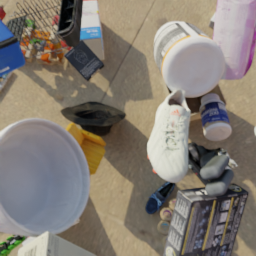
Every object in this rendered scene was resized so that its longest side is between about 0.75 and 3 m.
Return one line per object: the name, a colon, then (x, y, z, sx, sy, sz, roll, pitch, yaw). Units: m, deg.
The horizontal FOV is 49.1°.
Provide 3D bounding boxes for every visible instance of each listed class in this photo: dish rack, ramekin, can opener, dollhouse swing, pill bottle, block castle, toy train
dish rack: (-2.470, -2.746, 7.476, 2.729, 0.744, 2.093, -10, 58, 15)
ramekin: (-2.256, 1.189, 6.415, 1.354, 2.579, 2.579, -21, 67, 32)
can opener: (1.891, 0.931, 6.017, 0.783, 2.357, 0.620, -20, 86, 22)
dollhouse swing: (-1.332, 0.646, 8.098, 1.141, 1.104, 1.256, 22, 67, 4)
pill bottle: (1.526, -2.054, 7.813, 1.552, 1.552, 2.667, -4, 31, -1)
block castle: (-3.552, -3.463, 10.416, 2.743, 1.833, 1.287, 9, 69, 2)
pill bottle: (2.502, -0.350, 8.175, 0.746, 0.746, 1.345, 1, 51, 0)
toy train: (-3.204, 3.151, 7.212, 1.546, 0.436, 0.323, -36, 60, 11)
can opener: (2.415, 1.390, 9.384, 0.597, 0.740, 1.883, -28, 82, -18)

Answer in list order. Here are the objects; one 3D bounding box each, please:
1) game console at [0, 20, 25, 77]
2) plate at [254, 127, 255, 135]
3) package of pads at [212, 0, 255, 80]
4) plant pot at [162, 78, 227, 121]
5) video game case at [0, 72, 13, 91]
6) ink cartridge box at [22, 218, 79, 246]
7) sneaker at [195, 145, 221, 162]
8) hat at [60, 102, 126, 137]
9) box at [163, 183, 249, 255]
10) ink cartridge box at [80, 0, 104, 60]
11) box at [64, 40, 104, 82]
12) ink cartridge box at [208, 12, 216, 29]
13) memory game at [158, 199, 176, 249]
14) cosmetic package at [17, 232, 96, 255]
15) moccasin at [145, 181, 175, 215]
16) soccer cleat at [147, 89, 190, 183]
game console: (-3.336, -1.855, 6.760, 0.748, 1.079, 1.265, 33, 55, 32)
plate: (2.897, 0.505, 5.481, 1.014, 1.012, 0.164, 43, 111, -6)
package of pads: (3.070, -2.908, 7.839, 1.090, 2.880, 1.735, 16, 32, 27)
plant pot: (2.129, -1.007, 9.730, 1.684, 1.491, 1.682, -15, 71, -4)
video game case: (-5.381, -1.903, 10.749, 1.433, 0.167, 1.302, 22, 72, 8)
ink cartridge box: (-2.769, 2.301, 8.836, 1.667, 0.960, 2.284, -25, 73, -9)
sneaker: (2.385, 0.762, 7.846, 0.810, 1.554, 0.467, -22, 59, 8)
hat: (-1.186, -0.166, 9.654, 2.246, 2.246, 0.906, 3, 114, 1)
box: (1.587, 2.196, 5.816, 1.600, 0.487, 1.985, -1, 108, -30)
ink cartridge box: (-1.471, -4.006, 10.814, 0.820, 1.417, 2.440, -6, 71, -2)
box: (-1.341, -2.045, 8.600, 0.740, 0.534, 0.997, -42, 96, 0)
ink cartridge box: (4.074, -4.691, 11.612, 0.842, 0.389, 1.546, 30, 72, 10)
memory game: (1.972, 3.101, 8.665, 2.150, 0.137, 2.150, 2, 53, -3)
cosmetic package: (-1.249, 2.727, 5.421, 0.859, 1.633, 0.580, -36, 34, 18)
moccasin: (1.019, 2.208, 9.140, 0.541, 0.458, 1.344, 35, 74, 11)
soccer cleat: (0.948, 0.059, 6.139, 0.872, 0.976, 2.516, 18, 39, -7)
